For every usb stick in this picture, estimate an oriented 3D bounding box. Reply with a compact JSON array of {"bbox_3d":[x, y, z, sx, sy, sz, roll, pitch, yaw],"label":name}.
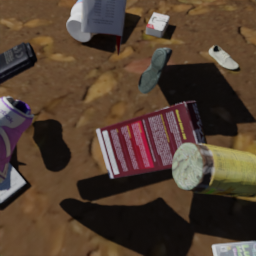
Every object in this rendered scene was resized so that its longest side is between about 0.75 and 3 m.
[{"bbox_3d":[-3.025,-1.008,5.779,2.426,0.396,0.673,-28,54,1],"label":"usb stick"}]

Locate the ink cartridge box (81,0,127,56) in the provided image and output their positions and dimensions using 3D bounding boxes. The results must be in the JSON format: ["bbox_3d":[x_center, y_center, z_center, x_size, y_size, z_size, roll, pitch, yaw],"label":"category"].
[{"bbox_3d":[-0.663,-3.497,7.542,1.072,2.245,2.557,4,37,-8],"label":"ink cartridge box"}]

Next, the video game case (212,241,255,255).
[{"bbox_3d":[2.807,3.505,6.699,1.282,0.165,1.411,-4,59,-3],"label":"video game case"}]

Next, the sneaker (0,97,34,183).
[{"bbox_3d":[-2.483,0.260,5.604,0.977,2.695,1.536,40,65,-9],"label":"sneaker"}]

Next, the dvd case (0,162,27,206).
[{"bbox_3d":[-3.656,1.466,7.931,0.999,0.164,1.329,-40,67,-21],"label":"dvd case"}]

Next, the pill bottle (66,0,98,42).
[{"bbox_3d":[-1.370,-4.502,10.858,1.316,1.316,2.421,19,60,11],"label":"pill bottle"}]

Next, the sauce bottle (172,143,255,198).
[{"bbox_3d":[1.629,0.666,4.023,2.061,0.667,0.667,11,56,-24],"label":"sauce bottle"}]

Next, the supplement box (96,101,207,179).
[{"bbox_3d":[0.433,0.270,5.458,2.014,0.613,1.096,-15,90,33],"label":"supplement box"}]

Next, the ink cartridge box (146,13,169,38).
[{"bbox_3d":[1.173,-4.090,11.155,0.673,0.380,0.916,18,61,12],"label":"ink cartridge box"}]

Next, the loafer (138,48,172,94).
[{"bbox_3d":[0.763,-1.511,7.566,0.467,1.485,0.533,-28,69,-39],"label":"loafer"}]

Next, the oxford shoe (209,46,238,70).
[{"bbox_3d":[3.496,-2.582,10.266,0.474,0.364,1.260,-33,66,-22],"label":"oxford shoe"}]
